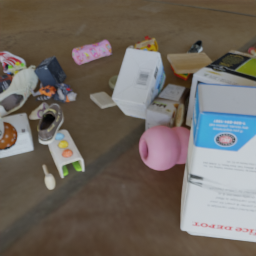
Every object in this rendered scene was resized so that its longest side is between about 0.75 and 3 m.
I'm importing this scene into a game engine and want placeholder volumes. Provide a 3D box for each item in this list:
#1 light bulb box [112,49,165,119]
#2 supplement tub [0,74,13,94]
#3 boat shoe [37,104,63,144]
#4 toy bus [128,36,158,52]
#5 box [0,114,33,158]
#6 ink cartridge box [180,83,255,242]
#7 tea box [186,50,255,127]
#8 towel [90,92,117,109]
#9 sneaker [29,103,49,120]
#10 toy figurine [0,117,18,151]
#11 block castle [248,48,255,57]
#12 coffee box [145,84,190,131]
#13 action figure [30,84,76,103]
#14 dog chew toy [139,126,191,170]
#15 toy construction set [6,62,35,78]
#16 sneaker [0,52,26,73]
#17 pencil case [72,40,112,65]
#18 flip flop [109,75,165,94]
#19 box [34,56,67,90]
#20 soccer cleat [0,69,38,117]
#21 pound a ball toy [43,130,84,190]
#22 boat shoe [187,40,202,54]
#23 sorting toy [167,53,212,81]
[{"bbox_3d":[0.384,-1.254,8.500,1.017,1.630,1.615,14,80,17],"label":"light bulb box"},{"bbox_3d":[-4.759,-1.392,9.966,1.364,0.729,0.729,-28,44,-33],"label":"supplement tub"},{"bbox_3d":[-2.068,-0.220,7.459,0.527,0.437,1.467,3,42,1],"label":"boat shoe"},{"bbox_3d":[0.811,-3.742,13.272,1.137,0.623,1.205,-40,40,-8],"label":"toy bus"},{"bbox_3d":[-3.255,0.198,7.808,1.021,0.667,1.015,-13,38,-16],"label":"box"},{"bbox_3d":[2.140,0.737,5.249,2.054,2.814,1.186,5,34,7],"label":"ink cartridge box"},{"bbox_3d":[3.586,-0.851,8.293,2.675,1.787,2.631,28,44,32],"label":"tea box"},{"bbox_3d":[-0.888,-0.969,9.824,0.614,0.160,0.926,-17,42,-29],"label":"towel"},{"bbox_3d":[-2.904,-0.549,9.120,0.468,0.352,0.940,-15,22,17],"label":"sneaker"},{"bbox_3d":[-3.930,0.262,5.747,2.750,1.913,2.707,31,78,19],"label":"toy figurine"},{"bbox_3d":[4.014,-2.270,8.066,0.935,0.625,0.439,14,34,-16],"label":"block castle"},{"bbox_3d":[1.210,-0.456,8.406,0.723,1.037,1.814,16,39,23],"label":"coffee box"},{"bbox_3d":[-2.526,-1.230,9.998,1.437,0.777,1.485,11,9,4],"label":"action figure"},{"bbox_3d":[1.212,0.463,7.175,1.798,1.120,1.120,-5,35,-21],"label":"dog chew toy"},{"bbox_3d":[-4.169,-2.103,11.036,1.053,0.739,1.605,-30,34,-35],"label":"toy construction set"},{"bbox_3d":[-5.341,-2.860,12.150,1.570,0.559,0.883,19,37,21],"label":"sneaker"},{"bbox_3d":[-1.628,-3.446,12.818,1.818,0.795,0.795,-27,44,-32],"label":"pencil case"},{"bbox_3d":[0.476,-1.554,10.134,2.742,0.789,1.112,23,41,28],"label":"flip flop"},{"bbox_3d":[-2.900,-2.023,10.534,0.592,0.956,0.940,-16,32,17],"label":"box"},{"bbox_3d":[-3.718,-1.193,9.525,0.997,0.891,2.571,-1,40,28],"label":"soccer cleat"},{"bbox_3d":[-1.774,0.716,7.121,0.995,0.648,1.526,-16,38,-21],"label":"pound a ball toy"},{"bbox_3d":[3.234,-3.837,13.598,0.535,0.441,1.559,17,39,21],"label":"boat shoe"},{"bbox_3d":[2.598,-2.523,11.664,1.649,0.574,1.639,-4,36,-6],"label":"sorting toy"}]
